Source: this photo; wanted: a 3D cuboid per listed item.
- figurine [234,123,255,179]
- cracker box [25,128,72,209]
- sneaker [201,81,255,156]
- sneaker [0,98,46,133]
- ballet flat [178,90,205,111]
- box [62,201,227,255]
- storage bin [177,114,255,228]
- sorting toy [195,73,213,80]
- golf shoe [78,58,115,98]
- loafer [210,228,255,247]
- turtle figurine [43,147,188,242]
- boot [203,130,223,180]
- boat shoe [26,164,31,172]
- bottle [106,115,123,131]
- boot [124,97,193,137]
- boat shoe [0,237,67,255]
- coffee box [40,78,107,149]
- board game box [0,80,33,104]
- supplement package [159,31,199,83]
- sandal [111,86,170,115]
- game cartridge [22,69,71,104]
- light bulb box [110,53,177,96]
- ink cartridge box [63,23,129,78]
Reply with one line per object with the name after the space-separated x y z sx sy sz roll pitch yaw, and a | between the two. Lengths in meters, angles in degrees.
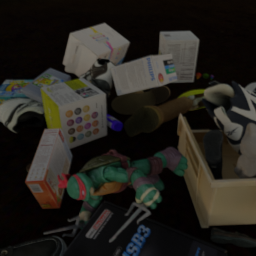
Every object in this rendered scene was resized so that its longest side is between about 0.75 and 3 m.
2.434 0.841 4.627 0.746 1.690 1.732 -31 59 5 | figurine
-1.711 0.882 6.271 0.436 1.014 1.513 -4 43 8 | cracker box
2.912 -0.792 7.468 1.145 1.867 2.869 -29 21 50 | sneaker
-2.846 -0.565 9.272 2.609 0.987 1.144 -28 55 -30 | sneaker
2.480 -0.946 9.394 2.034 0.680 0.682 -10 18 28 | ballet flat
0.033 2.581 4.452 2.496 0.625 2.515 17 36 23 | box
2.842 0.750 6.576 2.904 1.361 2.884 -2 32 -3 | storage bin
3.352 -2.220 12.389 0.789 0.274 0.272 11 57 21 | sorting toy
-1.013 -1.880 10.275 1.099 1.336 2.828 29 4 -26 | golf shoe
2.036 2.095 5.414 0.841 0.302 0.264 3 45 15 | loafer
-0.182 1.116 5.371 2.779 1.399 2.080 -12 -8 -42 | turtle figurine
1.954 0.835 6.254 0.418 1.273 1.049 -3 37 25 | boot
-2.148 1.004 7.082 0.930 0.344 0.343 4 54 7 | boat shoe
-0.563 -0.200 8.900 0.402 0.314 0.962 15 12 -41 | bottle
1.136 -0.513 8.492 2.195 0.726 1.922 -23 2 -29 | boot
-2.224 2.445 4.520 2.590 0.733 0.889 -20 38 -29 | boat shoe
-1.621 -0.470 8.413 1.445 1.459 1.461 -20 38 -28 | coffee box
-3.863 -1.333 10.700 2.055 0.482 1.552 -1 32 -1 | board game box
2.105 -3.081 12.163 1.391 1.846 1.401 -2 33 -4 | supplement package
0.480 -0.975 9.841 2.058 0.755 0.677 -15 6 14 | sandal
-2.625 -1.412 9.264 0.992 0.301 1.488 25 49 14 | game cartridge
0.498 -1.599 8.335 1.411 0.881 1.399 -9 11 34 | light bulb box
-1.481 -3.177 12.132 1.592 1.635 2.543 40 46 12 | ink cartridge box
